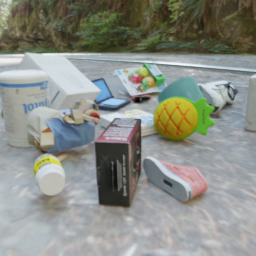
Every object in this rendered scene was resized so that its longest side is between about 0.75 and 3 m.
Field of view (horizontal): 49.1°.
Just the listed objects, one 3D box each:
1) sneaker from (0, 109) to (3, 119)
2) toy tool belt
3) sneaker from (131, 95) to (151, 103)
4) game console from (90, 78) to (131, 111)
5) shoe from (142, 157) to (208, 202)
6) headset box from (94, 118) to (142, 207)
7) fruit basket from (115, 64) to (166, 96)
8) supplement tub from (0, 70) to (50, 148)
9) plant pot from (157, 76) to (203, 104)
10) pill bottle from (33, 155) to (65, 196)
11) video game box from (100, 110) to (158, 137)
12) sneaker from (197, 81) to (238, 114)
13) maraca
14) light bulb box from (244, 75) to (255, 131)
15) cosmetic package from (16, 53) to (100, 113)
[{"bbox_3d":[-3.432,-0.509,9.619,0.799,0.789,2.092,4,7,35],"label":"sneaker"},{"bbox_3d":[-1.351,0.038,6.867,2.038,1.272,1.252,-15,26,-35],"label":"toy tool belt"},{"bbox_3d":[0.608,-1.266,12.394,0.892,0.315,0.436,-5,19,-9],"label":"sneaker"},{"bbox_3d":[-0.823,-1.456,11.786,1.476,1.023,1.729,9,21,22],"label":"game console"},{"bbox_3d":[0.907,0.942,5.550,0.619,0.486,1.361,-11,26,-34],"label":"shoe"},{"bbox_3d":[-0.145,0.604,5.312,0.616,1.220,1.641,2,17,10],"label":"headset box"},{"bbox_3d":[0.691,-2.496,14.134,2.183,1.023,2.022,-8,50,-28],"label":"fruit basket"},{"bbox_3d":[-2.798,-0.566,7.730,1.269,1.924,1.269,-1,19,0],"label":"supplement tub"},{"bbox_3d":[1.862,-0.807,9.299,1.428,1.428,1.146,-13,65,-35],"label":"plant pot"},{"bbox_3d":[-1.404,0.830,4.990,0.506,0.506,0.886,-7,14,-21],"label":"pill bottle"},{"bbox_3d":[0.150,-0.158,8.939,1.520,0.390,1.668,-15,23,-30],"label":"video game box"},{"bbox_3d":[3.695,-1.314,11.216,1.814,1.113,2.788,-9,9,-1],"label":"sneaker"},{"bbox_3d":[1.508,-0.275,7.809,1.764,1.209,0.944,-3,1,29],"label":"maraca"},{"bbox_3d":[5.490,-0.852,8.887,2.727,1.717,2.751,13,21,35],"label":"light bulb box"},{"bbox_3d":[-2.430,-1.412,9.604,2.033,1.249,2.026,45,24,11],"label":"cosmetic package"}]
